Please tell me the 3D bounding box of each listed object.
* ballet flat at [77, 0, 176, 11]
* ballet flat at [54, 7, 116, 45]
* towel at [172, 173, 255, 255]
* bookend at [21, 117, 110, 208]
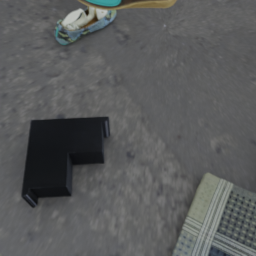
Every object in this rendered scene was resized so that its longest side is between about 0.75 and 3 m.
[{"bbox_3d":[-0.022,-1.322,2.813,1.076,0.339,0.369,6,92,8],"label":"ballet flat"},{"bbox_3d":[-1.038,-2.813,7.183,0.717,0.717,1.932,39,66,22],"label":"ballet flat"},{"bbox_3d":[1.786,1.897,4.479,1.888,0.339,1.961,23,63,17],"label":"towel"},{"bbox_3d":[-1.024,0.586,5.040,1.447,0.667,1.438,-4,59,-3],"label":"bookend"}]
